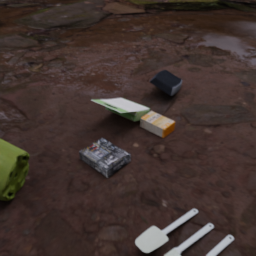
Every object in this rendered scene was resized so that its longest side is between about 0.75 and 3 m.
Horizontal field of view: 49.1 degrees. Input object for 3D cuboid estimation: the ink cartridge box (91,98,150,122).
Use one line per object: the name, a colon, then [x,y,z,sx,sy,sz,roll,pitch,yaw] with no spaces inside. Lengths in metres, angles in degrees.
ink cartridge box: [-0.357,-0.871,13.402,1.844,0.608,2.535,24,21,29]

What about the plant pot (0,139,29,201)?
plant pot: [-5.061,1.263,9.706,2.737,2.882,2.882,16,37,2]

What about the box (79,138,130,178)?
box: [-0.952,1.171,11.445,1.693,0.421,1.335,27,43,33]

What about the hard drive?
hard drive: [2.246,-2.635,15.916,1.582,0.496,2.345,35,31,8]

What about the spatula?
spatula: [1.747,3.351,8.268,2.747,0.221,1.910,-18,37,-38]

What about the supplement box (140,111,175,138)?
supplement box: [1.377,-0.179,13.238,1.417,0.521,0.893,27,43,33]
